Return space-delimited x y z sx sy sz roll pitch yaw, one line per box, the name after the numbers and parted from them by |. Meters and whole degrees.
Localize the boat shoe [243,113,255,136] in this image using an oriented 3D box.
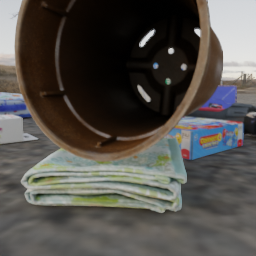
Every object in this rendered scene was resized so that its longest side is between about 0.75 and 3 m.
3.909 -0.088 6.949 2.093 0.781 0.970 -13 21 -27 | boat shoe

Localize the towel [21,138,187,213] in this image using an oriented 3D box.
-0.166 0.475 3.698 1.720 0.484 2.010 2 9 7 | towel

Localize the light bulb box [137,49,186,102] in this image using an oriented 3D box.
0.926 -1.254 7.417 2.152 1.343 2.133 -12 18 33 | light bulb box

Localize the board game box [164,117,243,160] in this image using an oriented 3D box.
1.143 0.118 5.925 1.786 0.510 1.824 -7 11 -41 | board game box

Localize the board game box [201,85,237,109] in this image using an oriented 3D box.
3.904 -1.479 13.933 2.097 1.274 2.630 0 9 3 | board game box

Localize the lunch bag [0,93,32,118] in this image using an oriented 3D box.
-4.970 -0.806 10.606 2.038 0.961 2.544 15 16 36 | lunch bag

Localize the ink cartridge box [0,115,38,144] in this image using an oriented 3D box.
-3.016 0.029 6.349 1.677 0.569 0.965 -6 11 -36 | ink cartridge box

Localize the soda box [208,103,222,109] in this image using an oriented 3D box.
3.000 -0.518 9.777 0.487 0.544 1.538 11 14 15 | soda box

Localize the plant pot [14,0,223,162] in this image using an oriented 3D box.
0.193 -0.921 3.729 2.290 2.290 2.267 5 9 29 | plant pot

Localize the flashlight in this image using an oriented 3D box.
2.354 -0.461 8.440 0.954 0.950 2.806 -2 7 -45 | flashlight
